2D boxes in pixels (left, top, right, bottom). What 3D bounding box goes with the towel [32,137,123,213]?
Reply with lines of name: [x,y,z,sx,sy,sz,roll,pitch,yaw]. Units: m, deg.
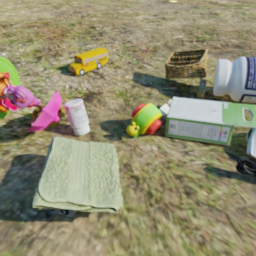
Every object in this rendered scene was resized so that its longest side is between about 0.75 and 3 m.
towel: [-1.036,0.968,6.321,1.805,0.444,2.433,6,27,-9]

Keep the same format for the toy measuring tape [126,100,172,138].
toy measuring tape: [0.890,-0.497,8.913,0.977,0.977,2.655,25,41,32]

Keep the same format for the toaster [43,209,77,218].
toaster: [-1.415,1.504,6.370,0.792,0.519,0.875,11,35,15]

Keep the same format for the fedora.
fedora: [-2.606,-0.356,9.200,1.120,0.457,1.120,-1,34,1]

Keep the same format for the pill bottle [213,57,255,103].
pill bottle: [4.635,-1.719,10.178,2.823,1.634,1.634,7,34,9]

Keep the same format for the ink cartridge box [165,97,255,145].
ink cartridge box: [2.535,-0.212,8.618,2.591,0.768,1.345,7,34,14]

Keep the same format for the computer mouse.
computer mouse: [3.689,0.547,7.682,1.317,0.527,2.403,18,37,12]

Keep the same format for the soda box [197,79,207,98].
soda box: [2.808,-1.516,10.634,0.260,0.275,0.813,11,47,13]

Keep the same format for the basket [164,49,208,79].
basket: [2.277,-2.556,11.199,1.584,1.180,1.131,7,14,33]

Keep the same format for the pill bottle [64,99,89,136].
pill bottle: [-1.540,-0.319,8.562,0.574,1.012,0.574,-11,24,5]

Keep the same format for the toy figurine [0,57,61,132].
toy figurine: [-3.269,-0.960,8.054,2.675,2.907,2.182,18,73,22]

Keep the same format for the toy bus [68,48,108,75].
toy bus: [-1.841,-3.086,12.988,0.638,0.767,1.959,27,42,34]
